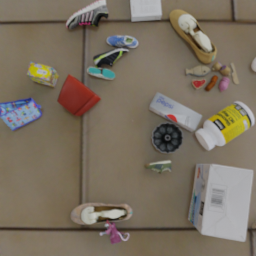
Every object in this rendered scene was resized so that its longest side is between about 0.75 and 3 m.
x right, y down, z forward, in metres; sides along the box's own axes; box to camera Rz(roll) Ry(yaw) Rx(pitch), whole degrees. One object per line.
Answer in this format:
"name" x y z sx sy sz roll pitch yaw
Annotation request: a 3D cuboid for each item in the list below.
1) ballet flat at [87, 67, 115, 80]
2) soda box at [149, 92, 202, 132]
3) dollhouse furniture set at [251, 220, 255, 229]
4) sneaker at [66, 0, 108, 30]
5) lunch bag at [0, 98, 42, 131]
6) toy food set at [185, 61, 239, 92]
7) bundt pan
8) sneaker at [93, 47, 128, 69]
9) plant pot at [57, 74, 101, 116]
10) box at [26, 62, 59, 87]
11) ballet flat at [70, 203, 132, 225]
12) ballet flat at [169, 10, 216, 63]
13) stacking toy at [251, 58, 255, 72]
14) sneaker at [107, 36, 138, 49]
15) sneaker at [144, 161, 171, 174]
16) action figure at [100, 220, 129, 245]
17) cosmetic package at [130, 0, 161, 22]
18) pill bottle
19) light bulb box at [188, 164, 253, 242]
"ballet flat" -1.117 -2.229 11.454 1.168 0.419 0.419 13 83 -16
"soda box" 1.854 -0.612 11.139 2.005 0.636 0.684 29 84 4
"dollhouse furniture set" 5.369 3.915 10.384 1.128 0.998 0.627 41 85 6
"sneaker" -1.633 -4.476 11.568 1.930 0.712 0.844 -27 102 8
"lunch bag" -4.086 -0.606 10.871 1.408 1.060 0.662 -18 58 -5
"toy food set" 3.483 -2.066 11.483 2.057 0.324 1.307 -13 83 -2
"bundt pan" 1.535 0.410 11.098 1.253 0.470 1.253 0 83 1
"sneaker" -0.685 -2.853 11.563 1.552 0.557 0.643 -18 102 1
"plant pot" -1.998 -1.169 10.958 1.289 1.288 1.136 39 93 4
"box" -3.401 -2.117 11.196 0.940 0.905 0.573 16 83 1
"ballet flat" -1.039 3.225 10.569 2.393 0.805 0.814 -7 83 -1
"ballet flat" 2.722 -3.915 11.447 0.945 0.867 2.752 -37 84 -4
"stacking toy" 6.245 -3.014 11.103 2.703 1.975 1.975 -31 84 13
"sneaker" -0.251 -3.627 11.581 1.312 0.506 0.497 4 85 7
"sneaker" 1.195 1.589 10.995 1.068 0.358 0.480 -9 78 -4
"action figure" -0.551 3.886 10.456 0.754 0.679 1.013 -12 113 31
"cosmetic package" 0.709 -5.407 11.855 1.257 0.431 1.667 -3 83 -2
"pill bottle" 3.684 -0.034 10.809 2.036 1.145 1.145 -33 84 -4
"light bulb box" 3.164 2.474 9.904 1.437 2.303 2.283 10 83 3
